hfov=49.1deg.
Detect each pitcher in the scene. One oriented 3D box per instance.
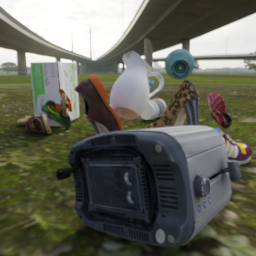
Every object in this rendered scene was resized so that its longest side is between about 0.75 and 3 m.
[{"bbox_3d":[0.423,-1.507,11.208,2.097,2.445,1.482,23,-25,-20],"label":"pitcher"}]

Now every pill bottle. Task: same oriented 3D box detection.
[{"bbox_3d":[1.296,-0.983,14.861,1.003,1.003,1.762,6,13,25],"label":"pill bottle"}]

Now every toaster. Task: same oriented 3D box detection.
[{"bbox_3d":[0.323,0.826,4.855,2.922,1.660,1.887,-9,-1,44],"label":"toaster"}]

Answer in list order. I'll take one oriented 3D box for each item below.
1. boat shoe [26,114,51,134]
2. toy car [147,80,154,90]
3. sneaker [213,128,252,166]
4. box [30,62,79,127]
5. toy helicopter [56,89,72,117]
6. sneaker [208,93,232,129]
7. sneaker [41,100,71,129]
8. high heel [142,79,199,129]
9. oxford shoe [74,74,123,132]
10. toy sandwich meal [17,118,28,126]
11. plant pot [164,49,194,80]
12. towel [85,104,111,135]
[{"bbox_3d":[-3.833,-0.120,11.692,0.819,0.821,2.276,-20,20,-25],"label":"boat shoe"},{"bbox_3d":[0.783,-1.695,12.611,0.737,0.799,0.707,8,42,34],"label":"toy car"},{"bbox_3d":[2.726,0.505,7.943,2.315,1.043,0.867,-8,15,-33],"label":"sneaker"},{"bbox_3d":[-3.475,-1.736,13.793,1.422,2.941,2.595,1,13,9],"label":"box"},{"bbox_3d":[-2.263,-0.800,9.964,0.523,0.877,1.326,-4,-19,-10],"label":"toy helicopter"},{"bbox_3d":[3.480,-0.653,11.042,0.659,1.635,0.611,-36,28,-8],"label":"sneaker"},{"bbox_3d":[-3.124,-0.523,12.318,0.658,1.544,0.602,-26,26,32],"label":"sneaker"},{"bbox_3d":[1.301,-0.575,9.178,0.869,1.736,2.435,-6,2,-41],"label":"high heel"},{"bbox_3d":[-0.978,-0.493,9.831,0.972,2.680,0.954,-32,24,-11],"label":"oxford shoe"},{"bbox_3d":[-4.847,-0.255,13.314,0.849,0.291,0.849,-3,15,1],"label":"toy sandwich meal"},{"bbox_3d":[1.454,-1.732,7.872,0.869,0.869,0.582,1,26,5],"label":"plant pot"},{"bbox_3d":[-0.965,-0.256,11.089,0.576,1.114,1.345,-26,2,36],"label":"towel"}]
